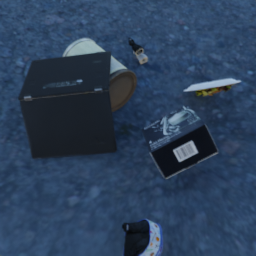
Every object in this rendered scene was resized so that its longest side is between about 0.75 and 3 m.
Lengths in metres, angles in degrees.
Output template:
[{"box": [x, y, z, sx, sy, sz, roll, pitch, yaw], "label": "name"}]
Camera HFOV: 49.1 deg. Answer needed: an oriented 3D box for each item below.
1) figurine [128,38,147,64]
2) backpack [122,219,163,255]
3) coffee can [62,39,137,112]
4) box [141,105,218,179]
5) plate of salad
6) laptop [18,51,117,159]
[{"box": [0.368, -3.204, 11.596, 0.397, 0.923, 0.900, -34, 58, 5], "label": "figurine"}, {"box": [0.384, 2.778, 6.837, 0.843, 1.043, 1.095, 20, 46, -23], "label": "backpack"}, {"box": [-1.077, -1.905, 10.089, 1.704, 1.704, 2.329, -35, 61, -23], "label": "coffee can"}, {"box": [1.394, 0.342, 7.994, 1.635, 1.013, 1.607, -28, 21, 6], "label": "box"}, {"box": [2.928, -1.377, 9.818, 1.934, 1.934, 0.464, -11, 98, -8], "label": "plate of salad"}, {"box": [-1.828, -0.790, 9.127, 2.790, 1.727, 2.980, -5, 50, 6], "label": "laptop"}]
